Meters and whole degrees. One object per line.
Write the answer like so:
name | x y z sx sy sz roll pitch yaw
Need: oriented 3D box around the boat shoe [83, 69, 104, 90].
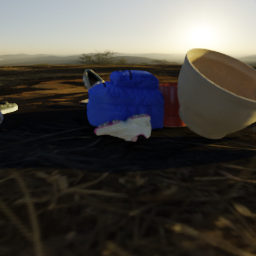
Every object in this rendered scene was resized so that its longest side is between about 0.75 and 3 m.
boat shoe | -1.053 -1.337 9.767 0.655 0.600 1.753 -34 66 -19

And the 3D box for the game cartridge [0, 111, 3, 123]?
game cartridge | -3.828 0.093 6.584 1.295 0.383 1.997 -8 23 -9

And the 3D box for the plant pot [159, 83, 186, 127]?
plant pot | 1.409 -0.758 8.640 1.218 1.185 1.218 -3 15 1

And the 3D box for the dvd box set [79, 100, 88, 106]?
dvd box set | -1.461 -1.083 11.851 0.785 0.158 1.073 8 18 24

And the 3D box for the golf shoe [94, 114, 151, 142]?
golf shoe | -0.118 0.081 6.902 1.428 0.653 0.538 -12 9 9

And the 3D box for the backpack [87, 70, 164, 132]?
backpack | -0.164 -0.772 7.935 2.006 1.683 1.630 -3 11 -9

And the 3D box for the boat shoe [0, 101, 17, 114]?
boat shoe | -4.557 -0.771 10.290 0.471 0.389 1.373 4 16 13

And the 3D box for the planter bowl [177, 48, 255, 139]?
planter bowl | 2.239 -0.738 7.136 2.369 1.594 2.369 15 37 -11
